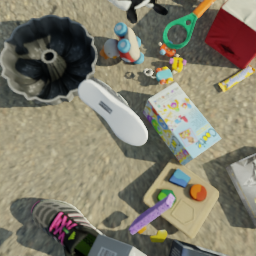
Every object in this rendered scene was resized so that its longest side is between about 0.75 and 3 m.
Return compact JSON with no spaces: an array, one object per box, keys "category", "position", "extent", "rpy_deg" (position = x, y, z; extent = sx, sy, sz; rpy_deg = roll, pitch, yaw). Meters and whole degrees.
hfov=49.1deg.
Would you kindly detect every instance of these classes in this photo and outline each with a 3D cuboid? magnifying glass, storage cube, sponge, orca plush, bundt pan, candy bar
[{"category":"magnifying glass","position":[1.597,-2.769,7.256],"extent":[0.685,0.193,1.721],"rpy_deg":[44,96,3]},{"category":"storage cube","position":[3.685,-3.199,8.631],"extent":[1.631,1.715,1.908],"rpy_deg":[41,78,10]},{"category":"sponge","position":[0.388,1.400,4.581],"extent":[0.808,0.451,0.121],"rpy_deg":[-41,83,15]},{"category":"orca plush","position":[0.424,-3.314,6.671],"extent":[1.030,2.896,1.524],"rpy_deg":[-13,83,30]},{"category":"bundt pan","position":[-2.318,-1.937,8.619],"extent":[2.855,1.072,2.855],"rpy_deg":[0,75,-1]},{"category":"candy bar","position":[3.505,-1.603,9.007],"extent":[1.326,0.147,0.331],"rpy_deg":[-32,77,-7]}]

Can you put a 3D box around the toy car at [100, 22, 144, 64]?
[{"category":"toy car","position":[-0.326,-2.488,8.927],"extent":[1.259,1.160,1.113],"rpy_deg":[-18,73,25]}]

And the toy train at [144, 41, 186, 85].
[{"category":"toy train","position":[1.188,-2.027,9.007],"extent":[1.115,0.413,1.485],"rpy_deg":[33,74,10]}]

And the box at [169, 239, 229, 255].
[{"category":"box","position":[1.852,4.409,6.674],"extent":[2.059,1.485,2.775],"rpy_deg":[15,75,4]}]

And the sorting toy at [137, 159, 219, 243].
[{"category":"sorting toy","position":[1.300,2.157,7.675],"extent":[1.722,0.309,2.311],"rpy_deg":[37,66,9]}]

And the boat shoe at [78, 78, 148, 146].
[{"category":"boat shoe","position":[-0.214,-0.331,5.170],"extent":[1.560,0.529,0.559],"rpy_deg":[40,122,1]}]

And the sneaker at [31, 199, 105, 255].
[{"category":"sneaker","position":[-1.449,2.731,7.296],"extent":[2.651,1.160,0.978],"rpy_deg":[34,77,9]}]

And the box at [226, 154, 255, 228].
[{"category":"box","position":[3.924,1.675,7.944],"extent":[1.523,0.465,1.924],"rpy_deg":[-21,75,-6]}]

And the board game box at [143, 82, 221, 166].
[{"category":"board game box","position":[1.481,-0.087,8.091],"extent":[1.055,1.037,2.012],"rpy_deg":[-32,77,-14]}]

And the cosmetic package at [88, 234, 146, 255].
[{"category":"cosmetic package","position":[0.137,2.488,4.630],"extent":[1.661,0.887,0.749],"rpy_deg":[48,57,-28]}]

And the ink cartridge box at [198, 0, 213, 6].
[{"category":"ink cartridge box","position":[2.655,-5.100,9.650],"extent":[2.126,0.721,1.224],"rpy_deg":[30,77,8]}]
